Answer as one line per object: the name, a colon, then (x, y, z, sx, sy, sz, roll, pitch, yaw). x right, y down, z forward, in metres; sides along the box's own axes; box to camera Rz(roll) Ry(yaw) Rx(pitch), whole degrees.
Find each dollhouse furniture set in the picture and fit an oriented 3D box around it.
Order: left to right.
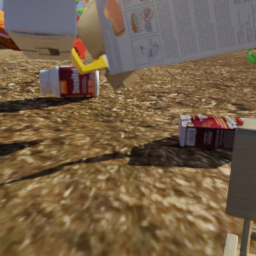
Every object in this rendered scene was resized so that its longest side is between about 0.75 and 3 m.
dollhouse furniture set: (0.394, -2.757, 6.790, 2.977, 2.539, 1.453, -35, 5, -28)
dollhouse furniture set: (1.798, 1.157, 1.758, 2.354, 2.082, 1.309, 8, 21, 24)

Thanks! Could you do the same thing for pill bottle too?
pill bottle: (-2.428, -1.939, 11.754, 2.326, 1.314, 1.314, -4, 20, -9)

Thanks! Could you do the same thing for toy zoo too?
toy zoo: (-1.193, -2.715, 8.354, 1.709, 2.605, 0.267, -34, 6, -32)

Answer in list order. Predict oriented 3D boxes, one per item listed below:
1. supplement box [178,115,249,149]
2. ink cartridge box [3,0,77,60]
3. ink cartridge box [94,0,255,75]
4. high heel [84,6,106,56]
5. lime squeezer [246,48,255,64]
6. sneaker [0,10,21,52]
supplement box: (2.231, 0.093, 7.103, 1.816, 0.553, 0.988, 3, 20, 6)
ink cartridge box: (-1.636, -2.513, 5.486, 1.157, 1.988, 2.729, -1, 6, -15)
ink cartridge box: (0.796, -2.219, 4.918, 2.663, 2.143, 0.667, -10, 11, 8)
high heel: (-1.121, -3.696, 10.093, 0.813, 2.413, 1.160, -7, 12, -35)
lime squeezer: (3.963, -2.427, 8.600, 0.381, 2.018, 0.713, -21, 4, -33)
sneaker: (-3.118, -2.522, 6.861, 2.392, 0.923, 0.873, 14, -11, -36)
